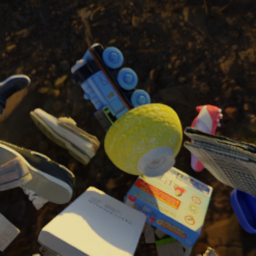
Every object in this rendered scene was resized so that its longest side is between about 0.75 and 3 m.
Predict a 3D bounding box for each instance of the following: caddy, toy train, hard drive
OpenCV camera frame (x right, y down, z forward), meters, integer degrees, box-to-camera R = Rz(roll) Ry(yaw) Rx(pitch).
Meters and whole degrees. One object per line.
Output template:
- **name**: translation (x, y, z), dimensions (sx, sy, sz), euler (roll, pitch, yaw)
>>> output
- **caddy**: translation (4.179, 2.563, 9.134), dimensions (1.281, 0.951, 1.812), euler (-16, 65, -7)
- **toy train**: translation (-0.531, -1.097, 8.283), dimensions (1.576, 1.196, 2.759), euler (-37, 98, -24)
- **hard drive**: translation (-0.629, 2.352, 6.645), dimensions (1.828, 2.772, 0.370), euler (26, 100, 9)

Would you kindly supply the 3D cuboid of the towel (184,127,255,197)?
- **towel**: translation (2.792, 1.082, 7.151), dimensions (0.453, 2.625, 2.527), euler (-51, 32, -12)

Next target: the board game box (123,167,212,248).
- **board game box**: translation (1.316, 2.184, 8.828), dimensions (2.295, 0.641, 2.247), euler (27, 32, 13)

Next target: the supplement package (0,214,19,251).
- **supplement package**: translation (-3.402, 2.517, 7.107), dimensions (0.806, 0.843, 0.620), euler (16, 52, 35)

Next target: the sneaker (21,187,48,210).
- **sneaker**: translation (-3.394, 1.634, 9.721), dimensions (0.961, 0.891, 2.372), euler (-31, 74, -25)

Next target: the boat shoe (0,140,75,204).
- **boat shoe**: translation (-2.609, 1.054, 7.369), dimensions (2.655, 1.004, 0.801), euler (38, 25, -16)

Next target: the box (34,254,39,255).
- **box**: translation (-2.532, 3.194, 4.852), dimensions (2.243, 1.065, 0.872), euler (-15, 23, -11)

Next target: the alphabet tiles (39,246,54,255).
- **alphabet tiles**: translation (-1.961, 3.593, 9.124), dimensions (1.459, 0.066, 1.745), euler (40, 71, 17)

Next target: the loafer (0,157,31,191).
- **loafer**: translation (-3.183, 1.148, 6.360), dimensions (1.979, 0.712, 0.622), euler (-15, 98, 7)

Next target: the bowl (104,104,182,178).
- **bowl**: translation (0.603, 0.611, 7.720), dimensions (2.304, 2.304, 1.240), euler (-19, 48, -9)

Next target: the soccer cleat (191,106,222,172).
- **soccer cleat**: translation (2.694, 0.349, 10.375), dimensions (1.031, 0.899, 2.696), euler (9, 65, 32)

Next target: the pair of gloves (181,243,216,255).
- **pair of gloves**: translation (2.073, 4.087, 8.773), dimensions (1.457, 0.255, 1.239), euler (41, 70, 17)

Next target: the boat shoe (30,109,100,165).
- **boat shoe**: translation (-2.320, 0.146, 10.340), dimensions (2.806, 1.049, 0.960), euler (38, 68, 6)

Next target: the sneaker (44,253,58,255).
- **sneaker**: translation (-2.227, 4.104, 8.641), dimensions (1.722, 0.754, 0.641), euler (-9, 105, 16)

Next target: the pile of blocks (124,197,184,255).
- **pile of blocks**: translation (0.839, 3.160, 8.857), dimensions (1.060, 0.803, 2.583), euler (-38, 66, -5)

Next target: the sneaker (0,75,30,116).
- **sneaker**: translation (-3.804, -0.983, 8.792), dimensions (1.559, 0.593, 1.127), euler (-21, 52, 4)
